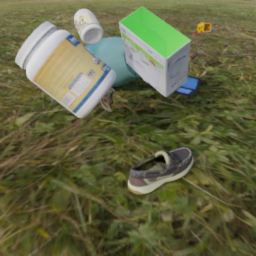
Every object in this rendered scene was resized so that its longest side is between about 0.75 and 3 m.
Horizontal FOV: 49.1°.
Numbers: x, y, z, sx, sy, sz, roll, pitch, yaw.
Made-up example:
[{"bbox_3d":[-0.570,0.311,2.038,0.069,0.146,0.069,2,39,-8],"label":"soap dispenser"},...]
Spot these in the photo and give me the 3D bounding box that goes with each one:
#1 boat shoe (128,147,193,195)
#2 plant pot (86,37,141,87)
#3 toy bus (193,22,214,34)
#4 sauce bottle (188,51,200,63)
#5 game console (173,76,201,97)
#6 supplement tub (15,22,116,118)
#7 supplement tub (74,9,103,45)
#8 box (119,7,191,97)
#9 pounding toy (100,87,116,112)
[{"bbox_3d":[1.113,1.146,8.731,2.653,0.872,0.948,-23,39,-32],"label":"boat shoe"},{"bbox_3d":[-0.475,-3.207,13.539,2.400,2.555,2.555,4,27,44],"label":"plant pot"},{"bbox_3d":[2.789,-3.744,10.477,0.734,0.379,0.692,7,22,28],"label":"toy bus"},{"bbox_3d":[3.025,-3.420,13.677,0.985,0.325,0.325,-27,17,33],"label":"sauce bottle"},{"bbox_3d":[2.934,-2.151,14.212,1.156,0.684,0.987,19,36,29],"label":"game console"},{"bbox_3d":[-1.800,-1.685,8.298,2.485,1.797,1.797,39,31,-13],"label":"supplement tub"},{"bbox_3d":[-1.367,-3.442,9.529,0.778,0.778,1.073,-13,57,-20],"label":"supplement tub"},{"bbox_3d":[0.970,-2.782,10.516,1.219,2.225,2.522,-38,62,-12],"label":"box"},{"bbox_3d":[-0.652,-1.202,9.975,0.648,1.133,0.650,13,44,44],"label":"pounding toy"}]
